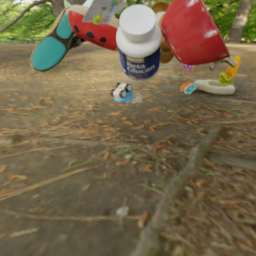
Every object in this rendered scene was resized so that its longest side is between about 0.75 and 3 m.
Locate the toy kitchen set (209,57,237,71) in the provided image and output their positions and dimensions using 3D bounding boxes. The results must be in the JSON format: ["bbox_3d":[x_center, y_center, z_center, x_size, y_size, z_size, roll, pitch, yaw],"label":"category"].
[{"bbox_3d":[3.444,-2.323,10.182,0.677,0.750,0.612,47,3,17],"label":"toy kitchen set"}]

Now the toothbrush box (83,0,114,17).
[{"bbox_3d":[-1.376,-5.470,13.176,0.583,1.367,1.001,27,74,32],"label":"toothbrush box"}]

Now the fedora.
[{"bbox_3d":[1.522,-3.431,10.017,0.932,2.285,2.285,5,19,42],"label":"fedora"}]

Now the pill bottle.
[{"bbox_3d":[0.319,-2.378,8.131,1.262,1.262,2.272,2,-19,6],"label":"pill bottle"}]

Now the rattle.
[{"bbox_3d":[4.131,-2.630,14.218,2.655,1.897,1.729,10,42,10],"label":"rattle"}]

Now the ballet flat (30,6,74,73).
[{"bbox_3d":[-2.628,-3.183,10.351,1.017,2.878,1.017,27,-12,6],"label":"ballet flat"}]

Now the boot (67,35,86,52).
[{"bbox_3d":[-2.150,-3.556,11.308,1.409,0.560,1.618,-21,42,27],"label":"boot"}]

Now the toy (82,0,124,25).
[{"bbox_3d":[-0.557,-3.308,7.129,0.879,1.526,0.360,-13,69,-39],"label":"toy"}]

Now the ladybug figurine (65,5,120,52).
[{"bbox_3d":[-1.000,-3.399,9.757,2.518,0.906,1.710,20,1,-10],"label":"ladybug figurine"}]

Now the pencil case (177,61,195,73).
[{"bbox_3d":[2.733,-2.982,13.209,0.403,0.403,0.912,-19,63,-40],"label":"pencil case"}]

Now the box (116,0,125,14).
[{"bbox_3d":[-0.749,-4.610,9.905,1.273,0.435,0.523,31,-9,4],"label":"box"}]

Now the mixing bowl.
[{"bbox_3d":[1.780,-2.753,8.159,1.309,2.417,2.417,-29,13,20],"label":"mixing bowl"}]

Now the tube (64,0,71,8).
[{"bbox_3d":[-2.451,-4.950,11.859,0.393,0.351,1.354,2,-2,-5],"label":"tube"}]

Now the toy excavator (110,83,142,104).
[{"bbox_3d":[-0.005,-0.788,7.026,0.396,0.792,0.770,13,51,37],"label":"toy excavator"}]
